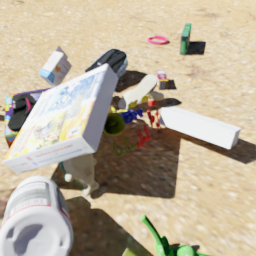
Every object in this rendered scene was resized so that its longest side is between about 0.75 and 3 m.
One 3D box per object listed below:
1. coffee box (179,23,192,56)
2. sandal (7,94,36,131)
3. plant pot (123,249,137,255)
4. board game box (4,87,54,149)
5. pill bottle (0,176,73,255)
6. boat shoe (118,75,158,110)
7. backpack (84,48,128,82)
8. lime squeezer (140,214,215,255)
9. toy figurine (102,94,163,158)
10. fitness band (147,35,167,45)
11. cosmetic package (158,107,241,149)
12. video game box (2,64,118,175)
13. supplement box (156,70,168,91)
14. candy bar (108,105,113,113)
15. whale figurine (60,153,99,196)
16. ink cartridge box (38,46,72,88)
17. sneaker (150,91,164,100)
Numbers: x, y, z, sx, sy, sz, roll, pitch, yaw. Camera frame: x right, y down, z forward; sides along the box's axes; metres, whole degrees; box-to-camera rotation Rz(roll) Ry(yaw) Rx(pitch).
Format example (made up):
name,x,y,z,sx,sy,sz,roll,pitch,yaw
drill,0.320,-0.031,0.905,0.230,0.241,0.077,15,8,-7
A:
name,x,y,z,sx,sy,sz,roll,pitch,yaw
coffee box,2.565,-3.981,12.522,0.331,0.924,1.504,8,43,14
sandal,-3.040,-0.554,7.989,0.591,0.355,1.574,-2,41,-1
plant pot,0.279,2.872,4.542,1.312,1.228,1.228,25,46,14
board game box,-2.799,-0.377,8.605,1.774,0.609,2.146,-10,41,-14
pill bottle,-1.723,1.679,5.299,1.151,1.151,2.022,-14,11,-15
boat shoe,0.348,-1.106,9.207,1.540,0.458,0.553,-43,73,5
backpack,-0.653,-2.268,10.425,1.219,1.148,1.494,30,84,22
lime squeezer,1.057,2.310,5.485,2.289,0.808,0.432,28,21,-13
toy figurine,-0.261,-0.033,8.130,1.426,1.256,2.381,-9,15,43
fitness band,1.384,-4.159,13.290,0.964,0.180,0.692,17,46,20
cosmetic package,1.967,-0.043,7.844,2.089,0.529,0.862,21,15,28
video game box,-1.545,-0.262,6.778,2.344,0.602,2.573,-20,37,28
supplement box,1.232,-1.767,10.341,0.325,0.419,0.759,-2,41,-3
candy bar,-1.018,-0.150,8.493,0.182,0.409,1.642,24,46,33
whale figurine,-1.169,1.020,6.712,0.631,1.215,0.967,-14,15,44
ink cartridge box,-2.285,-1.988,9.145,0.405,0.687,1.193,23,76,25
sneaker,0.831,-1.290,9.829,0.969,0.372,0.539,8,50,19
